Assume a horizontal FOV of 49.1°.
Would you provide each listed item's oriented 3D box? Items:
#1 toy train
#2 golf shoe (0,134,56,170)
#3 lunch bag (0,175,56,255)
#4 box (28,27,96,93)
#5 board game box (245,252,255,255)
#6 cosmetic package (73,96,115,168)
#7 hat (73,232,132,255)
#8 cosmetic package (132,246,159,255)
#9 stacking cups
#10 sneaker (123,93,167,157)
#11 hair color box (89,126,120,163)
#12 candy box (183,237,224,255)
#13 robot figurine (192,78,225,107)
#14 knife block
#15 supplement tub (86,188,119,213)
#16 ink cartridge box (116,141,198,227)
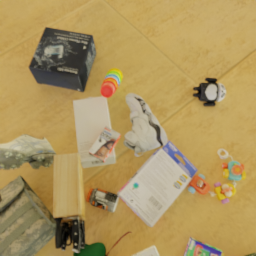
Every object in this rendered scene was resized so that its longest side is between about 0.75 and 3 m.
[{"bbox_3d":[3.510,1.867,10.836,1.759,0.651,2.342,42,73,16],"label":"toy train"},{"bbox_3d":[-4.158,0.824,10.603,1.082,2.765,1.344,-48,53,27],"label":"golf shoe"},{"bbox_3d":[-4.030,3.200,9.781,2.194,1.573,2.676,-42,66,-15],"label":"lunch bag"},{"bbox_3d":[-2.860,-3.069,12.623,2.276,1.359,2.314,11,68,5],"label":"box"},{"bbox_3d":[3.656,5.027,9.254,2.562,0.301,1.342,-13,85,-4],"label":"board game box"},{"bbox_3d":[-1.365,0.150,11.330,1.408,1.110,2.617,-7,67,-3],"label":"cosmetic package"},{"bbox_3d":[-0.863,4.044,9.284,1.324,1.598,1.407,42,108,-12],"label":"hat"},{"bbox_3d":[0.474,5.103,8.732,1.779,1.780,2.158,-24,68,-4],"label":"cosmetic package"},{"bbox_3d":[-0.681,-1.890,11.574,0.765,2.529,0.765,1,111,3],"label":"stacking cups"},{"bbox_3d":[0.299,-0.135,11.504,1.549,1.012,2.694,-29,73,-15],"label":"sneaker"},{"bbox_3d":[-0.859,0.604,10.360,0.660,0.380,1.190,29,70,8],"label":"hair color box"},{"bbox_3d":[2.558,4.502,9.665,1.171,0.451,0.990,20,84,7],"label":"candy box"},{"bbox_3d":[3.538,-1.557,12.220,1.366,1.027,0.853,2,46,1],"label":"robot figurine"},{"bbox_3d":[-1.990,2.571,9.393,0.913,2.506,2.855,-6,107,-4],"label":"knife block"},{"bbox_3d":[-0.957,2.675,10.467,1.106,0.678,0.678,16,67,8],"label":"supplement tub"},{"bbox_3d":[1.138,2.048,10.567,1.701,0.598,2.851,45,74,-1],"label":"ink cartridge box"}]
